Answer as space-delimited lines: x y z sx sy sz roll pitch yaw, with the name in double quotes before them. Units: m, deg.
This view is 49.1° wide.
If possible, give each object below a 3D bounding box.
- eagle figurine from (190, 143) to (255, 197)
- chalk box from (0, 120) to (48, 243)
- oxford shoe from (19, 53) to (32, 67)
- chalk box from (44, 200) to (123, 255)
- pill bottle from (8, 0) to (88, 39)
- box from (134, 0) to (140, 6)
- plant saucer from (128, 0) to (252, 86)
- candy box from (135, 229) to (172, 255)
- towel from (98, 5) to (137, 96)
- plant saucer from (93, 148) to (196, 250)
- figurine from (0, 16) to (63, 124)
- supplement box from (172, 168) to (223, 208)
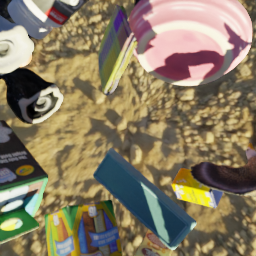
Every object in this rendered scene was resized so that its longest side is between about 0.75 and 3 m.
"eagle figurine" 2.118 0.830 4.937 1.224 1.613 1.217 51 40 -5
"chalk box" -2.524 1.134 5.045 2.337 1.459 1.448 43 120 29
"oxford shoe" -4.341 -3.006 8.751 2.844 1.037 1.014 28 76 7
"chalk box" -0.722 2.055 4.629 0.914 0.921 1.475 6 62 -41
"pill bottle" -1.680 -3.202 6.564 2.206 1.256 1.256 -36 76 20
"box" 0.847 -3.448 6.299 1.442 1.948 1.016 3 54 9
"plant saucer" 1.209 -1.722 5.970 2.616 2.616 0.663 13 66 4
"candy box" 0.255 2.490 4.747 0.541 1.955 1.128 26 113 14
"towel" -0.262 -1.498 5.285 0.194 1.225 1.706 14 36 -22
"plant saucer" 0.187 1.169 4.684 1.888 0.179 0.660 39 108 17
"figurine" -2.891 -1.626 6.154 1.110 2.579 2.516 -41 59 -16
"supplement box" 1.339 1.143 5.397 0.820 0.446 0.449 5 42 40
